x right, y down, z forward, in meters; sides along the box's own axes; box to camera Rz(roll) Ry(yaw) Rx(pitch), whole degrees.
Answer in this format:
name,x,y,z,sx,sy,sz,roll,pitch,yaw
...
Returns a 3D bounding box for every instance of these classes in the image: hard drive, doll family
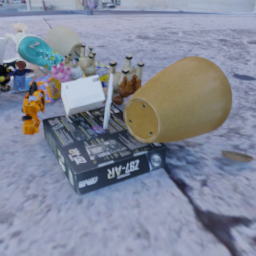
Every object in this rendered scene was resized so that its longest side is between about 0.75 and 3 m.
name,x,y,z,sx,sy,sz,roll,pitch,yaw
hard drive,-4.344,-2.538,12.740,1.829,0.232,1.207,-17,2,-30
doll family,-4.450,-1.632,9.695,0.964,1.420,2.458,37,49,10

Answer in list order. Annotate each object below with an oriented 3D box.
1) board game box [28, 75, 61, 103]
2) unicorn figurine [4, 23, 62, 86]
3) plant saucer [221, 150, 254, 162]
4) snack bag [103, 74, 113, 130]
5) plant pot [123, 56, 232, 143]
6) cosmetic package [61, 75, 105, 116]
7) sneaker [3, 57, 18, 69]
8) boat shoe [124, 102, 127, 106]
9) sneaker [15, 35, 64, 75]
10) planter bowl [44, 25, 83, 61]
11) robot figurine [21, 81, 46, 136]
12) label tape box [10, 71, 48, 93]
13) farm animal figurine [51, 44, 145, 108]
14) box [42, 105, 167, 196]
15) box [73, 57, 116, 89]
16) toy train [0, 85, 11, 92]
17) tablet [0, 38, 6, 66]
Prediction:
name,x,y,z,sx,sy,sz,roll,pitch,yaw
board game box,-3.081,-1.487,10.547,0.805,0.805,0.805,0,32,17
unicorn figurine,-4.073,-2.781,11.226,1.919,2.794,1.032,7,33,36
plant saucer,2.734,0.716,7.039,0.796,0.117,0.796,9,7,-1
snack bag,-0.490,-0.685,7.181,0.120,1.117,1.053,7,52,-7
plant pot,1.028,-0.505,6.692,2.073,2.073,2.225,23,33,37
cosmetic package,-1.209,-0.787,7.215,0.916,0.659,1.623,-17,2,-13
sneaker,-5.381,-2.951,13.297,2.717,1.004,1.077,-16,30,-27
boat shoe,0.118,-0.706,9.794,0.292,0.297,0.837,-14,25,-13
sneaker,-2.923,-2.597,10.504,1.075,1.046,2.700,26,2,33
planter bowl,-2.912,-3.746,13.474,1.328,1.974,1.974,30,38,23
robot figurine,-2.562,-0.539,7.670,0.497,1.238,1.708,6,26,-12
label tape box,-4.132,-1.929,11.694,1.020,0.471,1.424,-3,22,28
farm animal figurine,-1.002,-1.608,9.592,2.910,1.463,2.350,12,41,-1
box,-0.754,0.353,7.414,2.334,0.634,2.914,-15,31,-26
box,-1.505,-2.136,11.597,0.920,1.002,2.860,-29,38,-22
toy train,-5.377,-1.462,11.302,0.322,0.240,1.406,3,24,40
tablet,-5.184,-1.783,9.504,1.904,2.926,0.200,-28,72,-41
